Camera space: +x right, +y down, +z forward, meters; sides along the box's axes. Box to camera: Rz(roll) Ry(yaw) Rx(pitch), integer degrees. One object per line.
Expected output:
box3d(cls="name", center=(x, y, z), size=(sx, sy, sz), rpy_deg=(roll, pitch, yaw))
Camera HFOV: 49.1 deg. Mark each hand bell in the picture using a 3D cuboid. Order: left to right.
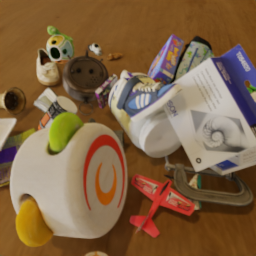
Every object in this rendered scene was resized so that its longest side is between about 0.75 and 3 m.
box3d(cls="hand bell", center=(-5.301, -1.086, 11.359), size=(2.099, 1.093, 1.093), rpy_deg=(3, 38, 27))

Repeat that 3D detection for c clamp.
box3d(cls="c clamp", center=(2.336, 1.482, 8.429), size=(2.575, 0.349, 2.200), rpy_deg=(10, 25, 6))

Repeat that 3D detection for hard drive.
box3d(cls="hard drive", center=(3.416, 0.971, 9.054), size=(1.820, 0.231, 1.201), rpy_deg=(-13, 19, -17))

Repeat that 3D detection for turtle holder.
box3d(cls="turtle holder", center=(-3.138, -3.750, 12.886), size=(1.237, 1.628, 1.156), rpy_deg=(19, 33, -1))

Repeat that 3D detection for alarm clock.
box3d(cls="alarm clock", center=(-1.763, -1.855, 11.724), size=(1.899, 0.937, 2.815), rpy_deg=(1, 71, -16))

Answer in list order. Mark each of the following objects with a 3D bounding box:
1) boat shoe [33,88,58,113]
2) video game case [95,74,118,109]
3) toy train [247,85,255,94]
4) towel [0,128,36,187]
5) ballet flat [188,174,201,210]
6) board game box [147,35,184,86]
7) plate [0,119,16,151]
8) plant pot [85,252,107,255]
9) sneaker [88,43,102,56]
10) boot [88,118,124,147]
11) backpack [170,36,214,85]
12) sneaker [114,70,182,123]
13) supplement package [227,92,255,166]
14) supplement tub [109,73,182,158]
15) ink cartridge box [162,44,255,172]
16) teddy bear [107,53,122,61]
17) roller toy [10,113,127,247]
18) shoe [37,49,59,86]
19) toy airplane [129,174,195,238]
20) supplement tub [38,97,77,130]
box3d(cls="boat shoe", center=(-2.418, -0.261, 10.163), size=(0.955, 1.097, 2.978), rpy_deg=(-40, 64, -3))
box3d(cls="video game case", center=(-0.779, -1.373, 10.727), size=(0.205, 1.143, 1.036), rpy_deg=(37, 73, 17))
box3d(cls="toy train", center=(5.305, -1.347, 11.903), size=(2.905, 0.606, 0.819), rpy_deg=(-31, 59, -31))
box3d(cls="towel", center=(-3.716, 0.953, 9.380), size=(1.672, 0.265, 2.329), rpy_deg=(-16, 43, -15))
box3d(cls="ballet flat", center=(1.928, 1.848, 8.237), size=(0.399, 0.472, 1.248), rpy_deg=(-8, 33, 20))
box3d(cls="board game box", center=(1.393, -2.434, 11.857), size=(0.618, 1.857, 2.762), rpy_deg=(29, 50, -8))
box3d(cls="plate", center=(-5.315, 0.681, 9.289), size=(2.654, 0.429, 2.649), rpy_deg=(-3, 40, 3))
box3d(cls="plant pot", center=(-0.670, 3.273, 6.015), size=(1.190, 1.090, 1.190), rpy_deg=(0, 41, 0))
box3d(cls="sneaker", center=(-1.864, -4.532, 15.674), size=(0.457, 0.546, 1.235), rpy_deg=(-28, 46, -27))
box3d(cls="boot", center=(-0.752, 0.152, 9.700), size=(1.196, 1.087, 0.434), rpy_deg=(0, 24, 20))
box3d(cls="backpack", center=(2.626, -2.136, 11.744), size=(2.032, 2.156, 2.643), rpy_deg=(34, 55, 16))
box3d(cls="sneaker", center=(0.376, -1.103, 7.770), size=(1.424, 1.945, 0.784), rpy_deg=(56, 44, -2))
box3d(cls="supplement package", center=(3.970, -0.099, 9.221), size=(2.606, 1.445, 2.029), rpy_deg=(-16, 20, -18))
box3d(cls="supplement tub", center=(0.664, -0.476, 9.741), size=(1.973, 1.973, 2.722), rpy_deg=(-17, 43, -19))
box3d(cls="ink cartridge box", center=(2.339, -0.466, 7.378), size=(0.520, 2.560, 2.555), rpy_deg=(-6, 66, -56))
box3d(cls="teddy bear", center=(-0.741, -3.893, 15.105), size=(0.877, 0.293, 0.636), rpy_deg=(-11, 39, -13))
box3d(cls="roller toy", center=(-1.406, 1.299, 6.963), size=(2.045, 2.670, 2.927), rpy_deg=(-5, 74, 24))
box3d(cls="shoe", center=(-4.015, -2.979, 13.648), size=(1.001, 0.764, 2.864), rpy_deg=(-14, 42, -16))
box3d(cls="toy airplane", center=(0.791, 2.121, 7.704), size=(1.965, 0.361, 1.965), rpy_deg=(-5, 51, 7))
box3d(cls="supplement tub", center=(-2.284, -0.311, 8.971), size=(0.790, 1.289, 0.790), rpy_deg=(34, 25, -18))
